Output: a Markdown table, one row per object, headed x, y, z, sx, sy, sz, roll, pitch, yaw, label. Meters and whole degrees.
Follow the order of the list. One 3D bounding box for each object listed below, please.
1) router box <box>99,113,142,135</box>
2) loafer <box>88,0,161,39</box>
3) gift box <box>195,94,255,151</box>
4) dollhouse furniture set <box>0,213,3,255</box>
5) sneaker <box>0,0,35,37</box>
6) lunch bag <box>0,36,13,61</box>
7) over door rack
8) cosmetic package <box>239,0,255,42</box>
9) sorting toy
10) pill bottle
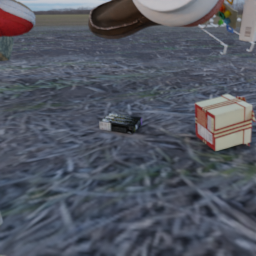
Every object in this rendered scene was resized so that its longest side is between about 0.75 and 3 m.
| x | y | z | sx | sy | sz | roll | pitch | yaw | label |
| --- | --- | --- | --- | --- | --- | --- | --- | --- | --- |
| -0.203 | -0.138 | 8.002 | 1.017 | 0.260 | 0.758 | 10 | 26 | 20 | router box |
| 0.214 | -2.901 | 6.620 | 2.646 | 0.966 | 0.939 | -11 | -17 | 13 | loafer |
| 2.448 | -0.095 | 6.960 | 1.146 | 1.133 | 1.228 | -15 | 31 | -12 | gift box |
| -2.422 | 0.753 | 3.438 | 2.240 | 2.373 | 1.549 | 8 | 26 | 16 | dollhouse furniture set |
| -3.055 | -1.357 | 4.538 | 2.978 | 1.675 | 1.061 | -2 | -8 | -20 | sneaker |
| -4.200 | -2.606 | 8.847 | 0.830 | 0.990 | 0.690 | -3 | -16 | 13 | lunch bag |
| 2.863 | -2.827 | 8.165 | 1.135 | 0.512 | 1.536 | -11 | 55 | -22 | over door rack |
| 2.668 | -2.388 | 5.199 | 1.087 | 1.442 | 0.373 | -12 | 27 | -25 | cosmetic package |
| 2.367 | -2.778 | 6.861 | 0.165 | 1.210 | 0.681 | -39 | 62 | 0 | sorting toy |
| 0.885 | -2.468 | 4.644 | 1.514 | 1.514 | 2.700 | 8 | 21 | 17 | pill bottle |
